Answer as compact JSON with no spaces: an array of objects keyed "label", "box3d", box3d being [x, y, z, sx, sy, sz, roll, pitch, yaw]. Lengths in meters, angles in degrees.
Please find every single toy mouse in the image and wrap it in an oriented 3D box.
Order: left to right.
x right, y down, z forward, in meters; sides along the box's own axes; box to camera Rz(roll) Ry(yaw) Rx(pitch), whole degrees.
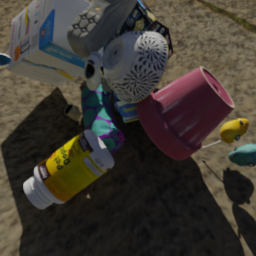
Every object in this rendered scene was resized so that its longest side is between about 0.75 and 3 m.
[{"label":"toy mouse","box3d":[3.354,0.275,7.319,2.353,0.455,2.091,-37,35,2]}]

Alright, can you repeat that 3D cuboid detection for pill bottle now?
[{"label":"pill bottle","box3d":[-1.510,1.088,7.087,2.150,1.175,1.175,-36,55,0]}]

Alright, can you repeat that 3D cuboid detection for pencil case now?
[{"label":"pencil case","box3d":[-0.835,-0.332,8.688,1.101,1.014,2.383,-24,51,9]}]

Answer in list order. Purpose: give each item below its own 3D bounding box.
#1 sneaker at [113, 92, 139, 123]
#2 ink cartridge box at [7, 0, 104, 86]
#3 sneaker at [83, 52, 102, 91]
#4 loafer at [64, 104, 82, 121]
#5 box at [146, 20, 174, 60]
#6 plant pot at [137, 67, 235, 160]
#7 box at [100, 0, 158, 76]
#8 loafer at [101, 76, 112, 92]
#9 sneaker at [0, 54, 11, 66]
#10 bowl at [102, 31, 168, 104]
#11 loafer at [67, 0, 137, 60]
[{"label":"sneaker","box3d":[-0.042,-0.896,8.791,0.854,0.950,2.311,-21,19,-7]},{"label":"ink cartridge box","box3d":[-2.351,-2.790,9.039,2.680,1.939,1.973,-12,72,42]},{"label":"sneaker","box3d":[-0.967,-1.371,7.185,0.465,1.273,0.451,29,56,11]},{"label":"loafer","box3d":[-1.835,-0.570,9.003,0.452,0.408,1.195,-54,30,-5]},{"label":"box","box3d":[0.616,-2.106,8.908,0.540,2.347,1.865,39,96,10]},{"label":"plant pot","box3d":[1.600,-0.498,7.421,2.118,1.895,2.118,35,32,-26]},{"label":"box","box3d":[-0.389,-3.414,9.904,0.615,2.675,2.126,-10,64,-49]},{"label":"loafer","box3d":[-0.411,-1.829,8.785,0.519,1.484,0.518,26,15,-13]},{"label":"sneaker","box3d":[-3.438,-1.804,7.340,0.843,0.323,0.341,1,26,10]},{"label":"bowl","box3d":[-0.047,-1.733,7.269,0.952,2.028,2.028,18,36,-40]},{"label":"loafer","box3d":[-0.524,-2.944,7.310,0.955,0.953,2.732,37,77,19]}]
